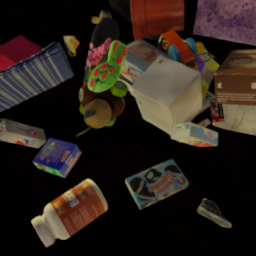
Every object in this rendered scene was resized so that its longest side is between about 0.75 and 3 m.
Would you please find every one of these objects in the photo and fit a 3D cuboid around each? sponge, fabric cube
[{"bbox_3d":[3.861,-4.057,10.383,2.806,1.565,0.419,24,33,32],"label":"sponge"},{"bbox_3d":[-3.723,-2.234,9.904,1.261,1.281,1.285,32,50,10],"label":"fabric cube"}]

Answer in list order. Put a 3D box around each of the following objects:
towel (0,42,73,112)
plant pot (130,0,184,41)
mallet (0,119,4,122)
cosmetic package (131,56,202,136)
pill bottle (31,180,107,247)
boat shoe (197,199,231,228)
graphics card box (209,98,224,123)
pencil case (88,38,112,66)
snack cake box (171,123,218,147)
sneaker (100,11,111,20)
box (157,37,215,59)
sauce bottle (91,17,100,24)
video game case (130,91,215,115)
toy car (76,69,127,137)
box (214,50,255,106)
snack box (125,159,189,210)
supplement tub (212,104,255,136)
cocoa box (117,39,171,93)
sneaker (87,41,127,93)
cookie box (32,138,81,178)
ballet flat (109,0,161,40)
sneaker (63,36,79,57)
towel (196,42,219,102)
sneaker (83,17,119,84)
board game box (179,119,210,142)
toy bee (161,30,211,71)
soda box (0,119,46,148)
[{"bbox_3d":[-3.085,-1.313,8.090,2.994,2.168,0.357,-27,82,-5],"label":"towel"},{"bbox_3d":[1.168,-4.474,10.869,1.923,1.977,1.977,-3,50,9],"label":"plant pot"},{"bbox_3d":[-5.992,-0.545,11.780,1.884,0.388,0.620,8,47,0],"label":"mallet"},{"bbox_3d":[1.293,-0.966,8.945,1.529,1.828,1.520,33,73,32],"label":"cosmetic package"},{"bbox_3d":[-1.785,2.612,8.596,2.110,1.183,1.183,-31,57,-23],"label":"pill bottle"},{"bbox_3d":[2.835,2.728,9.012,1.121,0.397,0.509,26,60,22],"label":"boat shoe"},{"bbox_3d":[3.212,-0.638,10.134,0.224,0.552,0.880,-6,88,-9],"label":"graphics card box"},{"bbox_3d":[-0.857,-2.478,9.270,0.588,0.607,1.297,-25,11,-32],"label":"pencil case"},{"bbox_3d":[1.689,0.195,7.107,1.087,0.625,0.365,17,72,-35],"label":"snack cake box"},{"bbox_3d":[-1.002,-4.365,11.983,0.477,1.290,0.512,6,46,-4],"label":"sneaker"},{"bbox_3d":[2.534,-3.601,12.776,2.351,0.716,2.916,21,21,-2],"label":"box"},{"bbox_3d":[-1.597,-6.261,16.407,1.082,0.357,0.357,11,52,6],"label":"sauce bottle"},{"bbox_3d":[1.993,-1.436,12.470,2.618,0.316,2.872,-32,58,-24],"label":"video game case"},{"bbox_3d":[-1.012,-0.528,8.107,1.442,1.501,1.828,27,40,4],"label":"toy car"},{"bbox_3d":[3.177,-1.425,7.556,1.167,0.873,2.330,7,29,29],"label":"box"},{"bbox_3d":[0.992,1.920,9.710,1.901,0.353,1.104,-21,54,-16],"label":"snack box"},{"bbox_3d":[4.918,-0.662,10.825,2.878,1.898,1.898,13,52,11],"label":"supplement tub"},{"bbox_3d":[0.770,-2.412,12.026,1.621,1.595,2.431,-36,58,-25],"label":"cocoa box"},{"bbox_3d":[-0.525,-1.496,7.231,0.639,0.698,1.665,35,60,-11],"label":"sneaker"},{"bbox_3d":[-2.137,0.884,8.427,1.113,0.418,0.952,12,55,30],"label":"cookie box"},{"bbox_3d":[0.410,-5.107,12.668,2.893,0.962,0.822,36,34,-21],"label":"ballet flat"},{"bbox_3d":[-2.907,-4.346,14.653,0.748,0.647,1.657,-12,51,-13],"label":"sneaker"},{"bbox_3d":[2.691,-2.062,10.405,0.225,1.418,1.975,-4,49,53],"label":"towel"},{"bbox_3d":[-1.154,-2.714,10.671,1.041,1.218,2.969,18,77,-25],"label":"sneaker"},{"bbox_3d":[2.108,0.088,8.997,0.994,0.668,0.170,-25,76,-36],"label":"board game box"},{"bbox_3d":[1.794,-2.172,9.269,1.615,1.341,2.468,-9,43,11],"label":"toy bee"},{"bbox_3d":[-3.260,0.208,8.636,0.454,1.431,0.488,-37,59,22],"label":"soda box"}]
